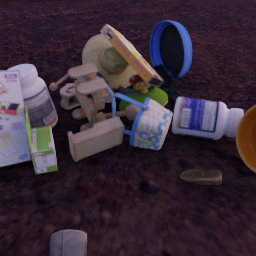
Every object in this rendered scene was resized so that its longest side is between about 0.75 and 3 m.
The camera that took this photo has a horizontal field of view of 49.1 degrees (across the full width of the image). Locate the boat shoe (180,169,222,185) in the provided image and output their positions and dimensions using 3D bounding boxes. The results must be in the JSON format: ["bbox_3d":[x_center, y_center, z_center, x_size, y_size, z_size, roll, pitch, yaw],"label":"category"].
[{"bbox_3d":[1.708,1.196,6.563,0.979,0.331,0.352,-4,32,32],"label":"boat shoe"}]

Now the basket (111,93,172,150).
[{"bbox_3d":[0.295,-0.189,7.790,1.659,1.463,1.154,24,57,16],"label":"basket"}]

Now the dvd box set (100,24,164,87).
[{"bbox_3d":[0.188,-2.290,9.128,2.235,0.329,1.635,50,16,10],"label":"dvd box set"}]

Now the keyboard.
[{"bbox_3d":[1.386,-1.942,11.446,1.543,0.330,2.569,-20,35,3],"label":"keyboard"}]

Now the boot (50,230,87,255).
[{"bbox_3d":[-1.280,2.381,4.709,1.250,0.499,1.374,6,37,-17],"label":"boot"}]

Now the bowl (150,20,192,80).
[{"bbox_3d":[1.757,-3.214,11.673,0.478,2.435,2.435,-17,36,-25],"label":"bowl"}]

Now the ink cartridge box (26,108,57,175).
[{"bbox_3d":[-2.205,0.265,7.116,0.554,1.462,1.080,-9,34,-14],"label":"ink cartridge box"}]

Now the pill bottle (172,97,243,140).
[{"bbox_3d":[2.313,-0.251,8.251,1.875,1.122,1.122,9,34,13],"label":"pill bottle"}]

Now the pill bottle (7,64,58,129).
[{"bbox_3d":[-2.890,-0.847,8.347,1.105,1.898,1.105,-7,38,6],"label":"pill bottle"}]

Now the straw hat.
[{"bbox_3d":[-0.493,-2.454,10.076,2.241,2.241,0.948,-11,5,-17],"label":"straw hat"}]

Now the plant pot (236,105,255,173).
[{"bbox_3d":[4.029,0.233,7.051,1.708,1.865,1.865,-6,30,-36],"label":"plant pot"}]

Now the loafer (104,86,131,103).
[{"bbox_3d":[-0.245,-1.297,10.410,1.514,0.547,0.551,-10,35,-14],"label":"loafer"}]

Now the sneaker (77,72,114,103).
[{"bbox_3d":[-0.996,-1.520,9.718,1.603,0.629,0.636,40,37,13],"label":"sneaker"}]

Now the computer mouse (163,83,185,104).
[{"bbox_3d":[1.757,-1.104,10.165,0.678,0.258,0.980,-34,73,-19],"label":"computer mouse"}]

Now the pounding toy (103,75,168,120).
[{"bbox_3d":[0.260,-1.128,9.329,1.704,1.025,2.208,7,30,43],"label":"pounding toy"}]

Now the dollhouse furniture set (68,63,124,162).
[{"bbox_3d":[-1.237,-0.357,7.830,1.391,1.836,2.095,-20,59,-20],"label":"dollhouse furniture set"}]

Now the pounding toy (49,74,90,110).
[{"bbox_3d":[-1.873,-1.358,9.978,1.881,1.079,1.076,-1,32,-8],"label":"pounding toy"}]

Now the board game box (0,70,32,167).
[{"bbox_3d":[-3.418,-0.181,6.769,1.786,2.334,0.471,-10,12,-35],"label":"board game box"}]
